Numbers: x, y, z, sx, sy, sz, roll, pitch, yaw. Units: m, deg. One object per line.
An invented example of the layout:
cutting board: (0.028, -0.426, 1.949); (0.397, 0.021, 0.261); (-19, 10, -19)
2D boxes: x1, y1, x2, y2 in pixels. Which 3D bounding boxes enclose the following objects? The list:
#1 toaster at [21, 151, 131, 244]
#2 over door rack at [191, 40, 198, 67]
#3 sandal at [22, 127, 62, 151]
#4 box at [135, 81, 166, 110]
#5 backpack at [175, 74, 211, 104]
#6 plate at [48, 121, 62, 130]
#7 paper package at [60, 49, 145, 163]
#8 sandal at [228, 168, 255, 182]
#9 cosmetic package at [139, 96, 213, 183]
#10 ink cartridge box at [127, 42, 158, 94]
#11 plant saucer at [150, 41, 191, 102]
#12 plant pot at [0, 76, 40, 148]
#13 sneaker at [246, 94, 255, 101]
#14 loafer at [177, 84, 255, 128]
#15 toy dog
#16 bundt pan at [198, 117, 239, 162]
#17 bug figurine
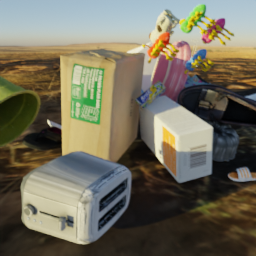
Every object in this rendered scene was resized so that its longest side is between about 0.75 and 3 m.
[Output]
toaster: (-0.824, 1.190, 5.168); (1.329, 1.169, 2.057); (13, 17, 24)
over door rack: (2.782, -3.076, 11.561); (0.365, 1.095, 0.809); (1, 16, 5)
sandal: (-2.066, 0.241, 8.279); (2.124, 0.508, 0.799); (-2, 30, -43)
box: (0.605, -0.884, 7.608); (0.852, 0.299, 0.274); (-39, -18, -6)
backpack: (2.031, -0.993, 10.336); (1.380, 1.628, 1.833); (35, 66, 21)
plate: (-2.225, 0.059, 9.386); (0.988, 0.160, 0.990); (26, -1, -22)
paper package: (-0.623, -0.650, 7.751); (1.451, 2.804, 2.673); (11, 22, 14)
sandal: (2.911, 1.094, 6.795); (0.978, 0.280, 0.375); (-1, 18, -2)
cosmetic package: (1.145, 0.159, 7.447); (0.917, 1.306, 2.574); (-12, 25, -13)
ink cartridge box: (0.272, -2.347, 12.137); (1.630, 1.673, 2.603); (-40, 19, -19)
plant saucer: (1.304, -1.797, 9.267); (0.573, 2.262, 2.262); (13, 15, -14)
plant pot: (-3.795, -0.751, 7.582); (1.873, 1.972, 1.972); (39, 30, 11)
sneaker: (5.897, -1.221, 12.797); (2.903, 1.092, 1.284); (-15, 11, -36)
loafer: (2.823, -0.580, 7.992); (2.780, 0.999, 0.875); (12, 20, -7)
toy dog: (0.998, -2.785, 8.024); (0.628, 0.900, 0.872); (40, 42, 7)
bundt pan: (2.431, 0.208, 8.130); (1.698, 0.637, 1.698); (11, 32, -7)
bug figurine: (1.564, -2.154, 7.059); (2.332, 1.809, 0.600); (4, 53, -44)
